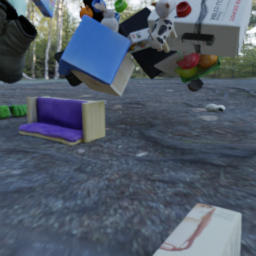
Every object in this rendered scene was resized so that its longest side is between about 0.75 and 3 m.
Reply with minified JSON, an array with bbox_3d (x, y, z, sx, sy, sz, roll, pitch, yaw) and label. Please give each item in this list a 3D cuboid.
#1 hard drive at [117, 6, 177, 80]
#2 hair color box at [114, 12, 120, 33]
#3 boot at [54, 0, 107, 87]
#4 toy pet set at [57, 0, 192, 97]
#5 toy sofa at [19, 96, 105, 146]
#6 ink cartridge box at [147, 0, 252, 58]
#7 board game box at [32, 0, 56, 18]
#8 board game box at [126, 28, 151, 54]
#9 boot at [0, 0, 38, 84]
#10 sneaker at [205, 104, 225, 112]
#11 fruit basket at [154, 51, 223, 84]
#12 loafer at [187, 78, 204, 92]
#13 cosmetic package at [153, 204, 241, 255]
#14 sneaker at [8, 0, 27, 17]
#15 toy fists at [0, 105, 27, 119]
[{"bbox_3d":[0.870,-3.463,11.233,1.760,2.609,0.552,-34,-1,-5],"label":"hard drive"},{"bbox_3d":[-1.327,-3.915,12.746,1.449,2.898,0.877,23,51,8],"label":"hair color box"},{"bbox_3d":[-1.521,-2.935,9.398,2.266,3.031,1.141,-19,36,1],"label":"boot"},{"bbox_3d":[-0.490,-2.041,5.619,2.664,2.487,1.414,17,-14,32],"label":"toy pet set"},{"bbox_3d":[-2.011,-0.304,8.155,2.605,1.079,1.271,9,14,35],"label":"toy sofa"},{"bbox_3d":[2.049,-3.066,7.927,2.477,1.037,1.787,14,59,22],"label":"ink cartridge box"},{"bbox_3d":[-2.017,-3.462,6.525,0.273,1.128,1.491,9,-6,6],"label":"board game box"},{"bbox_3d":[0.827,-3.249,10.085,2.039,0.353,1.287,-21,2,-16],"label":"board game box"},{"bbox_3d":[-3.703,-2.723,7.314,2.976,1.944,1.008,37,39,0],"label":"boot"},{"bbox_3d":[3.902,-0.871,12.567,0.852,0.322,0.392,2,17,14],"label":"sneaker"},{"bbox_3d":[2.296,-2.487,9.974,2.158,1.092,2.330,-25,-21,29],"label":"fruit basket"},{"bbox_3d":[2.200,-1.347,9.283,0.433,0.420,1.185,50,30,9],"label":"loafer"},{"bbox_3d":[0.653,1.192,2.533,0.482,0.571,1.105,6,12,32],"label":"cosmetic package"},{"bbox_3d":[-3.670,-2.888,8.581,0.753,2.047,1.207,14,47,-24],"label":"sneaker"},{"bbox_3d":[-4.726,-0.670,11.162,1.499,0.515,0.764,-8,15,-38],"label":"toy fists"}]
